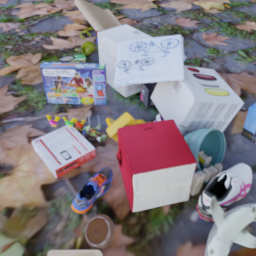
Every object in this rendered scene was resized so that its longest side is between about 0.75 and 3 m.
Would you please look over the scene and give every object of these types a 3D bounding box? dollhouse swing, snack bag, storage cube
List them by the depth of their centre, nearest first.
[{"bbox_3d":[0.766,1.081,8.302,2.065,1.765,1.856,-8,42,-9],"label":"storage cube"},{"bbox_3d":[0.190,-0.009,9.464,1.581,1.437,1.390,33,30,-31],"label":"dollhouse swing"},{"bbox_3d":[0.800,-2.425,10.091,2.513,0.285,2.665,-4,50,9],"label":"snack bag"}]

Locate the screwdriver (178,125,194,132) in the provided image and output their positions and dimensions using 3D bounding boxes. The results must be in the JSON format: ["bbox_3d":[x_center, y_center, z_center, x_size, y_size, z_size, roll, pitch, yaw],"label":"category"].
[{"bbox_3d":[2.477,0.266,9.651,2.144,0.312,0.299,15,15,-28],"label":"screwdriver"}]

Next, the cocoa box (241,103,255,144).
[{"bbox_3d":[4.828,-0.190,10.107,0.891,1.336,0.876,-27,45,-27],"label":"cocoa box"}]

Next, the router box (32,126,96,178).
[{"bbox_3d":[-2.233,0.741,9.732,1.551,0.422,1.728,-27,47,-28],"label":"router box"}]

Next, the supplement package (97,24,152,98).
[{"bbox_3d":[-0.071,-3.088,12.767,1.705,2.318,2.217,-25,47,-27],"label":"supplement package"}]

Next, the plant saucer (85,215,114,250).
[{"bbox_3d":[-0.776,2.701,7.316,0.870,0.150,0.870,-11,61,21],"label":"plant saucer"}]

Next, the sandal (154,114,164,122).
[{"bbox_3d":[1.468,-0.249,10.723,1.066,0.644,2.620,21,45,23],"label":"sandal"}]

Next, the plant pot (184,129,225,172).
[{"bbox_3d":[2.354,0.676,9.199,1.464,1.464,0.981,-30,27,-30],"label":"plant pot"}]

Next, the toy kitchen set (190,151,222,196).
[{"bbox_3d":[2.202,1.391,8.895,1.247,0.734,0.999,-11,37,-35],"label":"toy kitchen set"}]

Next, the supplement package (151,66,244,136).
[{"bbox_3d":[2.432,-1.008,10.230,2.233,1.642,2.135,0,45,-28],"label":"supplement package"}]

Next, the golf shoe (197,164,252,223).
[{"bbox_3d":[2.957,1.676,8.125,0.881,1.117,2.426,32,49,32],"label":"golf shoe"}]

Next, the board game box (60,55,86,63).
[{"bbox_3d":[-2.986,-3.687,15.145,1.392,0.163,0.729,-7,39,-8],"label":"board game box"}]

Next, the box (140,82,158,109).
[{"bbox_3d":[1.390,-1.551,12.003,1.569,0.959,0.832,-13,41,-16],"label":"box"}]

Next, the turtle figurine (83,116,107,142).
[{"bbox_3d":[-1.184,0.039,10.287,0.909,0.675,0.937,36,83,17],"label":"turtle figurine"}]

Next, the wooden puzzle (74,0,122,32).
[{"bbox_3d":[-1.407,-5.787,15.129,2.623,0.488,2.427,-11,61,-53],"label":"wooden puzzle"}]

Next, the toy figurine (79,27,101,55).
[{"bbox_3d":[-1.153,-4.836,15.340,1.618,1.424,2.700,21,41,28],"label":"toy figurine"}]

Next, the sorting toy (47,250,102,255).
[{"bbox_3d":[-1.658,3.577,6.505,2.037,0.300,1.506,0,41,-1],"label":"sorting toy"}]

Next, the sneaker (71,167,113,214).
[{"bbox_3d":[-0.975,1.763,8.285,0.640,0.666,1.699,30,49,11],"label":"sneaker"}]

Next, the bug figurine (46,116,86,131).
[{"bbox_3d":[-2.388,-0.181,10.451,1.485,0.382,1.151,6,-4,9],"label":"bug figurine"}]

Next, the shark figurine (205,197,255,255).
[{"bbox_3d":[3.078,2.445,7.371,2.885,1.204,1.724,-16,76,-7],"label":"shark figurine"}]

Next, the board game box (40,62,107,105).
[{"bbox_3d":[-2.201,-1.825,11.716,2.603,1.762,0.448,3,39,2],"label":"board game box"}]
